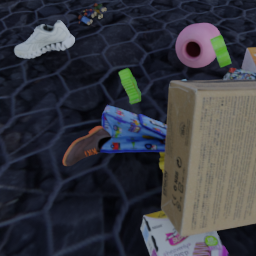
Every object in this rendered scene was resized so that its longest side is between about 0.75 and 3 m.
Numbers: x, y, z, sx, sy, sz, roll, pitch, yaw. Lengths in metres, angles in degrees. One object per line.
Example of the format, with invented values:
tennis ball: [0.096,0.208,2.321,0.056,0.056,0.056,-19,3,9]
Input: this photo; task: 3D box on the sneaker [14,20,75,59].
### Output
sneaker: [-3.093,-3.144,9.935,2.343,0.950,0.880,-10,45,18]

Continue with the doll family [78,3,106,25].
doll family: [-1.654,-5.082,12.489,1.381,0.542,0.798,-36,60,-28]

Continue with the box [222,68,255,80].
box: [2.865,-0.983,7.760,1.369,0.273,0.937,-54,37,-1]

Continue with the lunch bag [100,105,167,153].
lunch bag: [0.325,0.141,6.616,1.948,0.916,1.467,10,10,-4]

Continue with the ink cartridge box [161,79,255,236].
ink cartridge box: [1.639,0.421,4.626,1.956,2.374,0.892,-3,18,-17]

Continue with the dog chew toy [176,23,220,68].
dog chew toy: [2.584,-3.001,9.802,1.424,1.424,2.286,22,38,21]

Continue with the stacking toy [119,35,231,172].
stacking toy: [1.256,-0.232,5.580,2.033,2.696,0.634,-18,25,20]

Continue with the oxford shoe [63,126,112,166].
oxford shoe: [-0.783,0.388,5.413,0.389,0.381,1.072,34,65,32]

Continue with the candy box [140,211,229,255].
candy box: [1.068,2.252,4.832,1.193,0.534,1.750,-10,45,-17]

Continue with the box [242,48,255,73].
box: [4.377,-1.823,8.916,1.003,0.786,1.613,1,45,5]
